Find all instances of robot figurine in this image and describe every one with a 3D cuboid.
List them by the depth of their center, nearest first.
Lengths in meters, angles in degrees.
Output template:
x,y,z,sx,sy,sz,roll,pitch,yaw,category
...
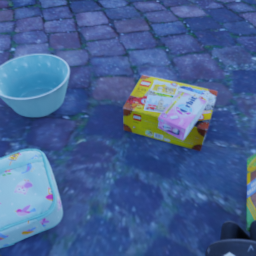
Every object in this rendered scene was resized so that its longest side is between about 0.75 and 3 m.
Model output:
x,y,z,sx,sy,sz,roll,pitch,yaw,category
2.108,3.061,4.828,1.744,2.099,2.794,19,53,2,robot figurine

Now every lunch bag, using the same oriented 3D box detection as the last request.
x,y,z,sx,sy,sz,roll,pitch,yaw,category
-3.015,1.662,6.619,2.583,0.996,2.072,-17,55,-13,lunch bag

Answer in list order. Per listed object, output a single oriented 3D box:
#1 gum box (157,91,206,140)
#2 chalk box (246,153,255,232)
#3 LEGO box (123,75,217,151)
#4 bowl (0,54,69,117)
x,y,z,sx,sy,sz,roll,pitch,yaw,category
1.471,-0.344,7.731,0.793,0.462,1.397,26,52,22,gum box
3.921,1.243,6.431,1.657,1.666,2.677,27,48,-6,chalk box
1.341,-0.550,8.945,2.544,0.982,1.895,15,48,14,LEGO box
-3.130,-1.285,9.448,2.478,1.296,2.478,0,45,0,bowl
